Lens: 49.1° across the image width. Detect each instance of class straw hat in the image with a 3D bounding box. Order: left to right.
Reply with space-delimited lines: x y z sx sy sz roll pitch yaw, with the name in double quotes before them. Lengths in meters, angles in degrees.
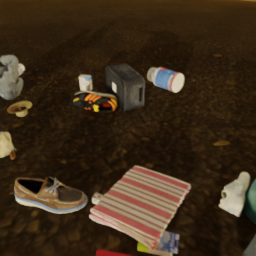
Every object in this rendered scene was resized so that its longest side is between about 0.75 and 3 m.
"straw hat" -5.205 -0.810 13.614 1.151 0.487 1.151 -5 35 3

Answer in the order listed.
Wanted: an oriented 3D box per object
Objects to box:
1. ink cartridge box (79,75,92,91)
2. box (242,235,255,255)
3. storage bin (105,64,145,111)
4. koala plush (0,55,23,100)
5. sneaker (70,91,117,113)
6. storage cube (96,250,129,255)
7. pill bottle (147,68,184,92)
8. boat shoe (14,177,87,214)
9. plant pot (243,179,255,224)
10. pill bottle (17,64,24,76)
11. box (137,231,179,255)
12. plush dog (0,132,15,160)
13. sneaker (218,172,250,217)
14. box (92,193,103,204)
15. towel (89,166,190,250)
"ink cartridge box" -2.399 -2.525 15.831 0.611 0.846 0.358 6 39 10
"box" 3.679 2.774 7.071 1.296 1.837 0.724 -26 48 -33
"storage bin" -0.215 -2.157 14.551 1.146 1.652 2.444 -15 37 -21
"koala plush" -7.114 -2.501 14.794 2.412 2.139 2.216 1 45 -6
"sneaker" -1.745 -1.223 13.903 2.377 0.831 1.070 4 31 1
"storage cube" -0.107 3.713 5.973 1.481 1.648 1.408 3 34 16
"pill bottle" 2.088 -2.822 16.030 1.958 1.099 1.099 26 42 32
"boat shoe" -2.531 2.091 8.974 2.426 0.878 0.876 3 34 5
"plant pot" 4.527 1.964 8.417 1.714 1.610 1.714 1 30 -1
"pill bottle" -7.034 -3.544 17.471 0.676 0.676 1.214 9 35 13
"box" 0.851 3.211 7.878 1.081 0.258 0.659 8 35 11
"plush dog" -5.196 0.875 10.888 1.254 1.172 1.461 -22 9 -7
"sneaker" 3.539 2.048 9.258 0.748 0.656 1.866 15 38 25
"box" -0.527 2.469 8.965 1.362 0.282 0.263 16 37 23
"towel" 0.487 2.313 8.917 2.192 0.448 2.995 18 30 25
